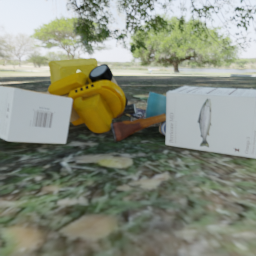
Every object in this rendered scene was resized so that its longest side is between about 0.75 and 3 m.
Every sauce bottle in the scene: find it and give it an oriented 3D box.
[{"bbox_3d":[-0.632,-0.591,10.188,1.808,0.585,0.585,-7,12,7],"label":"sauce bottle"}]

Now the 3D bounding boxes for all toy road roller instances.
[{"bbox_3d":[-1.296,-0.691,8.652,2.493,1.532,1.820,-15,40,20],"label":"toy road roller"}]

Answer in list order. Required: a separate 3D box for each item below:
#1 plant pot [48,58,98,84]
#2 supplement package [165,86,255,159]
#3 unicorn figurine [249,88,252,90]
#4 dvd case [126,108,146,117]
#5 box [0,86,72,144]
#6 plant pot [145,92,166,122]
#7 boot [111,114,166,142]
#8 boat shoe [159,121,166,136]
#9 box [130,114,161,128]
[{"bbox_3d":[-2.197,-1.924,12.137,2.201,2.201,1.941,-8,11,-14],"label":"plant pot"},{"bbox_3d":[2.355,-0.231,7.126,2.474,1.446,1.451,7,17,29],"label":"supplement package"},{"bbox_3d":[2.552,-0.452,8.245,1.984,1.363,0.733,4,17,20],"label":"unicorn figurine"},{"bbox_3d":[0.302,-0.624,11.544,0.855,0.092,1.150,-14,21,-30],"label":"dvd case"},{"bbox_3d":[-2.913,-0.419,7.569,2.526,1.231,1.571,12,4,44],"label":"box"},{"bbox_3d":[1.059,-0.604,8.857,0.890,0.947,0.947,10,15,9],"label":"plant pot"},{"bbox_3d":[0.353,-0.030,7.854,1.540,0.527,1.450,-11,0,11],"label":"boot"},{"bbox_3d":[1.215,0.019,8.366,0.498,0.497,1.375,3,2,34],"label":"boat shoe"},{"bbox_3d":[0.849,-0.294,9.924,1.255,0.312,0.990,-6,15,-25],"label":"box"}]
